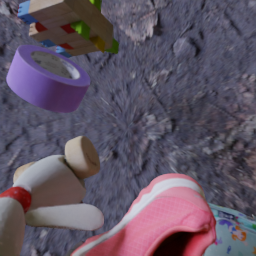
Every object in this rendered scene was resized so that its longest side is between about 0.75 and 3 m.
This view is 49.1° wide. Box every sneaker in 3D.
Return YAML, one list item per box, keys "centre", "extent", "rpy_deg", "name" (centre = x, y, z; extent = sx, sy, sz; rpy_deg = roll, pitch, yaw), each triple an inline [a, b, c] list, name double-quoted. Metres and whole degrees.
- centre: [-0.042, 1.850, 3.587]
  extent: [1.075, 1.265, 2.918]
  rpy_deg: [41, 94, -12]
  name: "sneaker"

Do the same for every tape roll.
- centre: [-1.210, -0.772, 4.352]
  extent: [1.168, 1.168, 0.496]
  rpy_deg: [35, 114, 6]
  name: "tape roll"

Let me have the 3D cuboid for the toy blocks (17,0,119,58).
- centre: [-1.224, -1.926, 5.207]
  extent: [1.335, 1.953, 0.976]
  rpy_deg: [-4, 75, 27]
  name: "toy blocks"

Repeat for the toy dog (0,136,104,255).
- centre: [-1.127, 1.201, 3.874]
  extent: [1.842, 2.793, 1.345]
  rpy_deg: [-24, 100, 30]
  name: "toy dog"

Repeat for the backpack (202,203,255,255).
- centre: [2.223, 2.843, 5.789]
  extent: [2.471, 1.861, 2.194]
  rpy_deg: [21, 81, -2]
  name: "backpack"
